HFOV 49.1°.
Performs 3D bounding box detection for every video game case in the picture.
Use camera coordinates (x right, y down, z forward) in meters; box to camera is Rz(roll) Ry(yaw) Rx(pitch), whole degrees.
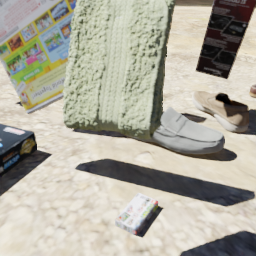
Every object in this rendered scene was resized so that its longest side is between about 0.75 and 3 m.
[{"bbox_3d":[-1.622,-1.863,5.515,2.808,2.556,0.321,-19,10,32],"label":"video game case"}]

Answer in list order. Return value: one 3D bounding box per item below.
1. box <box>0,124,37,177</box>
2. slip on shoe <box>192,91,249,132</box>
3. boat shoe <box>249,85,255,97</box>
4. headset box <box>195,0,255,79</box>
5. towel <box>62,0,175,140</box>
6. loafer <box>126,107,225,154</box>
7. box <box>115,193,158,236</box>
[{"bbox_3d":[-3.908,0.526,6.878,2.537,0.584,2.017,13,31,22],"label":"box"},{"bbox_3d":[2.954,-0.804,9.101,1.006,0.802,2.646,-6,29,-11],"label":"slip on shoe"},{"bbox_3d":[5.786,-1.558,10.499,2.339,0.822,0.823,-1,31,1],"label":"boat shoe"},{"bbox_3d":[2.713,-2.956,7.514,0.993,2.573,1.914,18,46,11],"label":"headset box"},{"bbox_3d":[-0.182,-0.887,3.786,1.457,1.963,0.358,7,0,15],"label":"towel"},{"bbox_3d":[1.122,-0.043,7.493,2.871,1.002,1.004,12,31,21],"label":"loafer"},{"bbox_3d":[0.180,1.618,5.339,0.473,0.149,0.859,17,33,28],"label":"box"}]
